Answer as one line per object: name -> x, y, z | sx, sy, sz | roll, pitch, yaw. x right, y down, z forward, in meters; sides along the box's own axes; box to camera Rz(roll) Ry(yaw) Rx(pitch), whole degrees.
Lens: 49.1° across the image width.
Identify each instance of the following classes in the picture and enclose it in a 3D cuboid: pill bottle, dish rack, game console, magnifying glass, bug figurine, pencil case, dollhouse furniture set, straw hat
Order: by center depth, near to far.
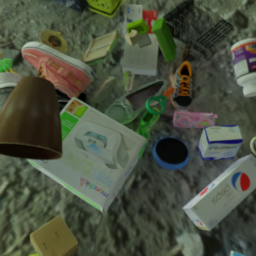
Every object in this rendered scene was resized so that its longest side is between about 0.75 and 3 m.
pill bottle -> -3.666, -0.650, 8.792 | 1.159, 1.159, 2.034 | -16, 68, -6
magnifying glass -> 1.062, -0.892, 8.838 | 0.593, 0.167, 1.489 | 43, 52, 4
pencil case -> 2.122, -0.260, 8.958 | 1.331, 0.582, 0.582 | 4, 67, 3
game console -> -2.139, -0.546, 9.277 | 1.016, 0.208, 1.723 | 19, 69, 8
dollhouse furniture set -> -0.008, -2.559, 9.300 | 2.989, 1.154, 1.494 | -11, 43, 26
pill bottle -> 4.099, -1.979, 9.381 | 0.975, 0.975, 1.750 | -7, 81, -3
bug figurine -> -5.198, -2.204, 9.706 | 2.075, 0.689, 2.676 | -34, 71, -13
straw hat -> -2.560, -3.150, 9.945 | 1.111, 1.111, 0.470 | 17, 56, 7
dish rack -> 2.497, -3.711, 10.224 | 1.821, 0.648, 2.374 | -41, 68, -18

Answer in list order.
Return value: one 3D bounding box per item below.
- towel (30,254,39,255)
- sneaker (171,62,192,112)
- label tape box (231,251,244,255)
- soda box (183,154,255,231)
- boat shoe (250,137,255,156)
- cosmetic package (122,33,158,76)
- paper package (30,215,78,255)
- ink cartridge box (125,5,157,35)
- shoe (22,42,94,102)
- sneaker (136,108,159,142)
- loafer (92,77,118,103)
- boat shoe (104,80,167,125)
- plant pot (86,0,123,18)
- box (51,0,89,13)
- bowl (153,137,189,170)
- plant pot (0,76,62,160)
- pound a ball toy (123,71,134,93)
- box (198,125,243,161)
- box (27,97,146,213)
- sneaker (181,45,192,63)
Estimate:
towel -> -3.279, 4.109, 7.108 | 2.983, 0.269, 1.284 | -12, 49, -5
sneaker -> 1.839, -1.397, 9.374 | 0.701, 0.692, 1.791 | 2, 69, -1
label tape box -> 3.061, 4.806, 6.654 | 2.113, 0.975, 2.949 | 18, 67, 6
soda box -> 2.758, 1.812, 7.923 | 2.422, 0.825, 0.771 | -36, 79, -14
boat shoe -> 5.050, 0.284, 8.587 | 2.505, 0.823, 0.895 | -11, 70, -4
cosmetic package -> 0.473, -2.660, 10.040 | 1.177, 0.403, 1.561 | 5, 67, 6
paper package -> -1.952, 3.033, 7.422 | 0.955, 0.518, 1.002 | -30, 60, -29
ink cartridge box -> 0.502, -4.066, 10.685 | 1.235, 0.313, 1.402 | 1, 67, 1
shoe -> -2.617, -1.823, 9.251 | 2.834, 1.013, 1.289 | 24, 65, 15
sneaker -> 0.504, -0.061, 8.743 | 0.484, 0.546, 1.306 | 27, 95, 31
loafer -> -0.834, -1.308, 9.530 | 0.369, 0.421, 1.172 | 27, 66, 32
boat shoe -> 0.246, -0.862, 9.109 | 2.306, 0.739, 0.850 | -27, 70, -11
plant pot -> -0.864, -5.019, 10.639 | 1.235, 1.127, 1.241 | 23, 70, 10
box -> -2.545, -5.979, 10.351 | 2.416, 2.376, 1.418 | 26, 70, 10
bowl -> 1.314, 0.750, 8.556 | 1.116, 0.219, 1.116 | 2, 51, -3
plant pot -> -2.386, -0.270, 6.914 | 1.712, 1.712, 1.831 | 3, 72, 1
pound a ball toy -> 0.044, -1.476, 9.435 | 0.320, 0.752, 0.491 | -8, 55, -13
box -> 2.712, 0.456, 8.331 | 0.989, 1.075, 0.564 | -4, 53, -1
box -> -1.151, 0.787, 8.182 | 2.568, 1.241, 2.266 | 31, 69, 11
sneaker -> 2.108, -2.662, 10.056 | 0.309, 0.288, 0.818 | 0, 64, 30
